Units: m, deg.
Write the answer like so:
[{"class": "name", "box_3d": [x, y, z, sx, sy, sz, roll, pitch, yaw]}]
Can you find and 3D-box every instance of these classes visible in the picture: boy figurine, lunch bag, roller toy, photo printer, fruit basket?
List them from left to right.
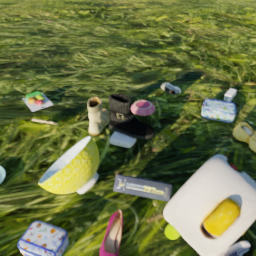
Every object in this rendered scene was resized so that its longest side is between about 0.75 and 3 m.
[{"class": "fruit basket", "box_3d": [-4.826, -1.354, 14.912, 1.176, 0.595, 1.270, -26, 57, -32]}, {"class": "lunch bag", "box_3d": [-2.414, 3.320, 8.034, 1.305, 0.493, 1.045, 12, 38, 19]}, {"class": "photo printer", "box_3d": [-0.177, 0.470, 12.275, 1.039, 0.361, 0.864, 12, 35, 15]}, {"class": "roller toy", "box_3d": [2.412, 2.148, 7.687, 2.476, 2.714, 1.897, -33, 66, -34]}, {"class": "lunch bag", "box_3d": [4.530, -0.906, 14.049, 1.609, 0.664, 1.294, 12, 33, 16]}, {"class": "boy figurine", "box_3d": [5.803, 0.538, 11.777, 2.680, 0.864, 1.666, 29, 47, 32]}]

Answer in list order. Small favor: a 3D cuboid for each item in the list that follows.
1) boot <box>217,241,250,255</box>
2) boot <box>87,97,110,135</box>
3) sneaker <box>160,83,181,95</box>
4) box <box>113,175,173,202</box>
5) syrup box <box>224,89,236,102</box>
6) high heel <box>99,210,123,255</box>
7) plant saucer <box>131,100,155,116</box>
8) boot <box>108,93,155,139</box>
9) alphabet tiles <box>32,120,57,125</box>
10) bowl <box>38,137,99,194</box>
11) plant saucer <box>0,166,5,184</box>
[{"class": "boot", "box_3d": [2.824, 3.645, 7.591, 1.420, 0.517, 0.641, -20, 44, -10]}, {"class": "boot", "box_3d": [-1.373, -0.785, 13.062, 0.716, 1.528, 1.966, 8, 34, 15]}, {"class": "sneaker", "box_3d": [2.383, -2.218, 16.129, 1.266, 0.468, 0.502, 24, 46, 31]}, {"class": "box", "box_3d": [0.561, 1.907, 8.897, 1.662, 2.107, 0.538, 7, 79, 12]}, {"class": "syrup box", "box_3d": [5.692, -1.828, 15.624, 0.377, 0.364, 0.925, 23, 41, 29]}, {"class": "high heel", "box_3d": [-0.453, 3.147, 7.957, 0.547, 0.779, 1.621, 13, 34, -7]}, {"class": "plant saucer", "box_3d": [0.769, -1.080, 14.585, 1.253, 0.318, 1.253, 0, 34, 0]}, {"class": "boot", "box_3d": [0.143, -0.488, 11.902, 2.194, 1.641, 0.826, 14, 33, 12]}, {"class": "alphabet tiles", "box_3d": [-3.903, -0.274, 13.108, 1.082, 0.079, 1.059, 8, -3, 8]}, {"class": "bowl", "box_3d": [-1.780, 1.526, 9.707, 2.338, 1.258, 2.338, -38, 12, 10]}, {"class": "plant saucer", "box_3d": [-5.317, 1.927, 10.298, 1.544, 0.212, 1.544, 0, 35, 0]}]
